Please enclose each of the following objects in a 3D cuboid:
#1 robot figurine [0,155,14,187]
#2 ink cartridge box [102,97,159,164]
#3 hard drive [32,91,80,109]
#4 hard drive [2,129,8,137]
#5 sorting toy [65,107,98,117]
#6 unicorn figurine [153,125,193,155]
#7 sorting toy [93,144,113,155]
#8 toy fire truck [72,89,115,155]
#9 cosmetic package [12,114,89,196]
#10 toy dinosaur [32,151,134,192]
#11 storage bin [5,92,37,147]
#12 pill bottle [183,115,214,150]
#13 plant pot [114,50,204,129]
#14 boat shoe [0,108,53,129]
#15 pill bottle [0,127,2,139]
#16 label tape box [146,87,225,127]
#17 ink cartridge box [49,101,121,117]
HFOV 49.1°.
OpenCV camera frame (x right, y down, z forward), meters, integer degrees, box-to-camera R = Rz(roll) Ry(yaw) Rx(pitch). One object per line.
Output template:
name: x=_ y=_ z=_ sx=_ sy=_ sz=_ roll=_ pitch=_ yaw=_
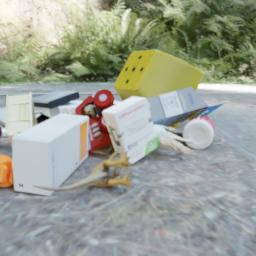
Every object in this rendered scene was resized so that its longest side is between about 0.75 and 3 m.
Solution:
robot figurine: x=-2.989 y=0.996 z=6.636 sx=0.822 sy=0.666 sz=1.143 roll=-33 pitch=23 yaw=-29
ink cartridge box: x=0.095 y=0.049 z=8.074 sx=1.171 sy=1.609 sz=0.676 roll=-29 pitch=25 yaw=-28
hard drive: x=-3.175 y=-1.211 z=11.890 sx=1.417 sy=0.334 sz=2.030 roll=-28 pitch=23 yaw=-35
hard drive: x=-4.250 y=0.137 z=11.665 sx=1.813 sy=0.238 sz=1.196 roll=0 pitch=12 yaw=-2
sorting toy: x=-1.661 y=-0.428 z=10.301 sx=1.379 sy=0.737 sz=1.242 roll=-4 pitch=5 yaw=-23
unicorn figurine: x=0.977 y=0.294 z=9.188 sx=1.678 sy=0.902 sz=2.444 roll=10 pitch=-5 yaw=-22
sorting toy: x=-0.711 y=0.289 z=9.604 sx=2.369 sy=0.317 sz=1.765 roll=8 pitch=36 yaw=32
toy fire truck: x=-1.059 y=-0.220 z=9.034 sx=1.662 sy=1.979 sz=1.110 roll=-20 pitch=-26 yaw=0
cosmetic package: x=-1.827 y=0.527 z=7.133 sx=0.907 sy=1.291 sz=2.546 roll=6 pitch=16 yaw=10
toy dinosaur: x=-0.652 y=1.140 z=6.469 sx=1.401 sy=0.797 sz=2.638 roll=-17 pitch=0 yaw=28
storage bin: x=-2.963 y=0.010 z=7.891 sx=0.666 sy=1.420 sz=1.410 roll=-5 pitch=54 yaw=-15
pill bottle: x=2.594 y=0.077 z=10.136 sx=1.011 sy=1.011 sz=1.800 roll=4 pitch=14 yaw=19
plant pot: x=1.138 y=-2.028 z=13.058 sx=2.600 sy=2.947 sz=2.948 roll=32 pitch=-7 yaw=-32
boat shoe: x=-3.106 y=-0.197 z=9.357 sx=2.620 sy=0.979 sz=0.896 roll=14 pitch=-19 yaw=-3
pill bottle: x=-4.802 y=0.168 z=9.312 sx=1.039 sy=1.039 sz=1.865 roll=-4 pitch=1 yaw=-17
label tape box: x=1.764 y=-0.699 z=10.647 sx=2.936 sy=0.929 sz=2.117 roll=-15 pitch=-9 yaw=-8
ink cartridge box: x=-1.807 y=-0.538 z=12.400 sx=2.903 sy=1.219 sz=2.102 roll=-6 pitch=13 yaw=-26
